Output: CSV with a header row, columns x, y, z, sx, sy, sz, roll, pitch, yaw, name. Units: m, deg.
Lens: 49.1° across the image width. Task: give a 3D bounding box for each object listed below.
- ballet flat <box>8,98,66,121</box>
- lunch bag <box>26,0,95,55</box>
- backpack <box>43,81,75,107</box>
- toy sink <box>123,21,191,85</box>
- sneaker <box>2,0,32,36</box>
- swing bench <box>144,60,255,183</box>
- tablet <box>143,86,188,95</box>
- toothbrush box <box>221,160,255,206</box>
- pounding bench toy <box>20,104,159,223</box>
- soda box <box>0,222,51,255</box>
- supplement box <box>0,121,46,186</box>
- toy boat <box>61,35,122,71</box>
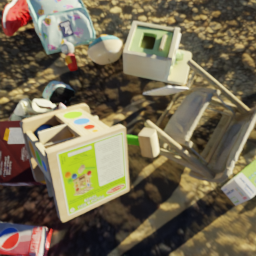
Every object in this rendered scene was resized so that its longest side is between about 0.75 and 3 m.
x,y,z,sx,sy,sz,roll,pitch,yaw,name
-3.118,-0.570,9.453,2.522,0.898,0.872,0,40,22,ballet flat
-2.659,-4.209,11.150,2.113,1.513,2.481,-21,72,-15,lunch bag
-2.518,-1.227,9.950,0.758,0.988,0.869,42,103,22,backpack
1.183,-2.832,10.582,2.473,1.385,1.612,14,66,6,toy sink
-4.300,-4.788,11.759,1.347,0.913,2.331,7,67,5,sneaker
2.363,-0.100,9.129,2.878,1.867,2.863,32,69,11,swing bench
1.314,-1.253,9.650,1.014,1.559,0.106,-10,88,36,tablet
3.889,1.533,8.689,1.698,1.237,0.731,-33,70,-15,toothbrush box
-0.958,0.513,7.426,2.962,1.840,2.310,-19,30,-28,pounding bench toy
-3.669,3.190,8.103,2.639,0.924,0.837,5,66,2,soda box
-3.284,0.839,8.809,1.923,1.277,1.897,-1,75,0,supplement box
-1.314,-2.888,10.374,2.231,1.875,1.037,-17,91,-3,toy boat
